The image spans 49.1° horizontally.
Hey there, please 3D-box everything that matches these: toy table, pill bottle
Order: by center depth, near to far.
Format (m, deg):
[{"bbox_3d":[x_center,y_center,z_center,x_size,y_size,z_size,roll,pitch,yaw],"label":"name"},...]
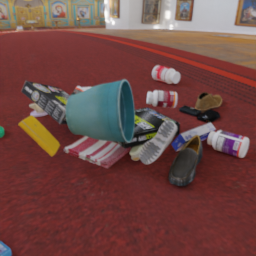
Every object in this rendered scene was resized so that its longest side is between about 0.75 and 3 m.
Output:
[{"bbox_3d":[3.913,0.593,11.016,1.448,0.814,0.814,19,32,33],"label":"pill bottle"},{"bbox_3d":[1.371,-1.184,11.478,1.169,0.660,0.660,4,26,-3],"label":"pill bottle"},{"bbox_3d":[-4.570,-1.023,14.514,0.999,0.637,1.087,18,32,32],"label":"toy table"},{"bbox_3d":[2.628,-3.642,19.352,1.039,1.039,1.851,-22,33,-37],"label":"pill bottle"}]

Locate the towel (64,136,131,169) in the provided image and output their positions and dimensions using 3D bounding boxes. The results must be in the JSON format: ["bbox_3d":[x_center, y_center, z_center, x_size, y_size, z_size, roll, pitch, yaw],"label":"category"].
[{"bbox_3d":[-1.236,0.835,11.182,2.232,0.254,1.608,15,29,28],"label":"towel"}]

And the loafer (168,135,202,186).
[{"bbox_3d":[2.039,1.096,9.888,0.915,0.908,2.513,12,29,20],"label":"loafer"}]

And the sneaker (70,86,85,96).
[{"bbox_3d":[-2.508,-1.617,15.867,0.877,0.826,2.143,-44,44,-17],"label":"sneaker"}]

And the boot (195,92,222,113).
[{"bbox_3d":[4.493,-1.557,15.333,0.864,0.886,2.348,20,32,39],"label":"boot"}]

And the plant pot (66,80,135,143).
[{"bbox_3d":[-1.021,-0.555,10.189,2.104,2.239,2.239,-2,25,14],"label":"plant pot"}]

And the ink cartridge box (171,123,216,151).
[{"bbox_3d":[2.669,0.363,11.406,1.778,0.836,0.393,-18,65,-32],"label":"ink cartridge box"}]

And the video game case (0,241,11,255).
[{"bbox_3d":[-4.402,3.017,6.774,2.578,0.230,1.845,17,30,31],"label":"video game case"}]

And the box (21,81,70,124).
[{"bbox_3d":[-3.051,-1.067,12.434,2.650,0.587,2.123,36,15,24],"label":"box"}]

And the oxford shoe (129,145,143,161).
[{"bbox_3d":[0.382,0.941,10.843,0.523,0.402,1.391,-15,7,17],"label":"oxford shoe"}]

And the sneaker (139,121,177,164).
[{"bbox_3d":[1.077,0.551,9.248,0.644,1.722,0.706,49,19,26],"label":"sneaker"}]

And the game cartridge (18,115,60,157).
[{"bbox_3d":[-2.968,0.250,9.521,0.240,1.477,1.302,-40,12,3],"label":"game cartridge"}]

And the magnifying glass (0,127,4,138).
[{"bbox_3d":[-6.870,0.130,12.621,2.765,0.310,1.100,10,28,15],"label":"magnifying glass"}]

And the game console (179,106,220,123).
[{"bbox_3d":[3.630,-0.777,14.465,2.040,0.246,1.203,24,35,37],"label":"game console"}]

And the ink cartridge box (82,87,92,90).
[{"bbox_3d":[-2.482,-2.233,17.241,0.910,0.382,0.659,-6,27,-13],"label":"ink cartridge box"}]

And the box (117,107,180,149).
[{"bbox_3d":[0.406,-0.112,12.443,2.702,0.665,2.798,-10,22,-24],"label":"box"}]
